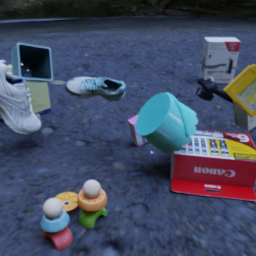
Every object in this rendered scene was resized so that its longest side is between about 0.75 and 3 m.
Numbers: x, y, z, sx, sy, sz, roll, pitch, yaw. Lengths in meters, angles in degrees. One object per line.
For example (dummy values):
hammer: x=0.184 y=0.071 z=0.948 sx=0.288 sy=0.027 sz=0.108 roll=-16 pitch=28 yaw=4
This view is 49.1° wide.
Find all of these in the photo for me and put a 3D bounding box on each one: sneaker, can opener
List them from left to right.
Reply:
sneaker: x=-3.095 y=-0.718 z=7.688 sx=1.123 sy=2.578 sz=0.960 roll=-31 pitch=53 yaw=-1
sneaker: x=-0.863 y=-1.165 z=7.592 sx=1.672 sy=0.649 sz=0.722 roll=2 pitch=-14 yaw=-13
can opener: x=2.674 y=-1.073 z=8.364 sx=1.641 sy=0.645 sz=0.520 roll=13 pitch=35 yaw=-32

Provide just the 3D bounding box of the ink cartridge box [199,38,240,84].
ink cartridge box: x=4.596 y=-3.386 z=14.230 sx=1.571 sy=2.178 sz=0.912 roll=0 pitch=31 yaw=1

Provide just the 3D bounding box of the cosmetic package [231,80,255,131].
cosmetic package: x=3.616 y=-0.805 z=8.358 sx=0.837 sy=1.591 sz=0.566 roll=-29 pitch=35 yaw=-16

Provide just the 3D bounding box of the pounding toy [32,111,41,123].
pounding toy: x=-3.590 y=-0.245 z=9.958 sx=0.900 sy=0.469 sz=1.025 roll=3 pitch=22 yaw=6

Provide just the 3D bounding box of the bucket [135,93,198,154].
bucket: x=0.907 y=-0.136 z=6.934 sx=0.910 sy=1.399 sz=1.399 roll=33 pitch=12 yaw=-29

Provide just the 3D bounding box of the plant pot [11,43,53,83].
plant pot: x=-3.040 y=-1.874 z=8.564 sx=1.033 sy=1.036 sz=1.055 roll=-4 pitch=-1 yaw=-42

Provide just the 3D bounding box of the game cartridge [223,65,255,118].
game cartridge: x=3.171 y=-0.937 z=7.173 sx=1.091 sy=0.962 sz=0.177 roll=40 pitch=18 yaw=-12

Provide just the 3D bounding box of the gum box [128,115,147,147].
gum box: x=0.381 y=0.085 z=8.755 sx=0.559 sy=0.985 sz=0.326 roll=-30 pitch=41 yaw=-19

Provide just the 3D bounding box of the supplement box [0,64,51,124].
supplement box: x=-4.121 y=-1.348 z=10.575 sx=1.233 sy=1.835 sz=1.837 roll=23 pitch=35 yaw=38

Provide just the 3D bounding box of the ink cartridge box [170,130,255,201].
ink cartridge box: x=2.201 y=0.873 z=7.301 sx=2.112 sy=0.886 sz=1.854 roll=4 pitch=28 yaw=7

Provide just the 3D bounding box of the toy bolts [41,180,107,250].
toy bolts: x=-1.280 y=1.585 z=5.810 sx=1.344 sy=0.976 sz=1.407 roll=18 pitch=32 yaw=31
